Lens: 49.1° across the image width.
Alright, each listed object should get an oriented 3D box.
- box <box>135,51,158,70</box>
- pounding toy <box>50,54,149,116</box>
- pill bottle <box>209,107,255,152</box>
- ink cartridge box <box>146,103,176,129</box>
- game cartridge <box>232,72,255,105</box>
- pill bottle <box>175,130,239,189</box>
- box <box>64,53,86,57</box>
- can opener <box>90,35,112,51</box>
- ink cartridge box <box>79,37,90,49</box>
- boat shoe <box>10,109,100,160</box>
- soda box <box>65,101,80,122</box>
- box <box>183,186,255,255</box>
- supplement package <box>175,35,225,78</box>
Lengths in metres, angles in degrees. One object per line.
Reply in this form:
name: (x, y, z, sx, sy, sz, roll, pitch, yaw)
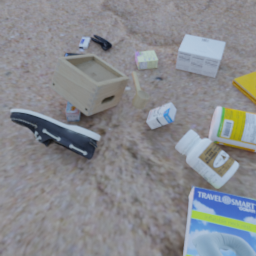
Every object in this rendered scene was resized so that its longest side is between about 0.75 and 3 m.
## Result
box: (0.748, -2.796, 11.535, 0.812, 0.392, 0.714, -7, 49, -8)
pounding toy: (-0.673, -1.247, 9.528, 2.831, 1.295, 2.488, 37, 33, 18)
pill bottle: (3.584, 0.098, 8.482, 2.034, 1.130, 1.130, 13, 50, 11)
ink cartridge box: (1.077, -0.387, 9.112, 0.858, 0.361, 0.626, -20, 33, 34)
game cartridge: (5.134, -1.535, 10.524, 1.809, 0.293, 1.595, -18, 51, -19)
pill bottle: (2.070, 0.795, 7.528, 1.546, 0.884, 0.884, 42, 59, 14)
box: (-2.223, -2.581, 11.430, 0.976, 0.265, 1.219, 6, 49, 5)
can opener: (-1.199, -3.851, 12.452, 0.454, 0.563, 1.433, -32, 46, -15)
ink cartridge box: (-1.955, -3.825, 12.611, 0.374, 0.148, 0.753, 5, 50, 5)
boat shoe: (-2.244, 0.188, 8.318, 2.765, 1.022, 0.834, 19, 79, -5)
soda box: (-1.874, -0.857, 9.774, 0.427, 0.460, 1.344, -1, 49, -1)
box: (2.234, 2.653, 6.536, 1.775, 0.694, 2.911, 11, 50, 8)
supplement package: (2.902, -2.907, 11.280, 1.632, 0.905, 1.271, 17, 51, 13)
